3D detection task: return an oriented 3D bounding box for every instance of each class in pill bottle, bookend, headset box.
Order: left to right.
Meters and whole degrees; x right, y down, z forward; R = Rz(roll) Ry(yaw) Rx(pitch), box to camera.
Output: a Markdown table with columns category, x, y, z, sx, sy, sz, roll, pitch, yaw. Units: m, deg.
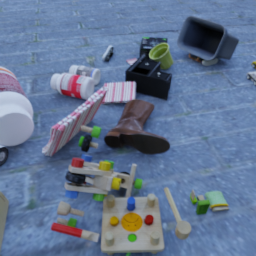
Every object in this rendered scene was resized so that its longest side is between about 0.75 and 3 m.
| category | x | y | z | sx | sy | sz | roll | pitch | yaw |
| --- | --- | --- | --- | --- | --- | --- | --- | --- | --- |
| pill bottle | -4.290 | -0.773 | 9.556 | 1.687 | 1.687 | 2.986 | -21 | 44 | -23 |
| pill bottle | -2.244 | -1.701 | 11.258 | 1.601 | 0.899 | 0.899 | 13 | 42 | 15 |
| pill bottle | -1.884 | -2.307 | 12.135 | 1.241 | 0.706 | 0.706 | 15 | 42 | 18 |
| headset box | 1.299 | -3.970 | 14.096 | 1.330 | 0.709 | 1.527 | 6 | 41 | 7 |
| bookend | 1.102 | -2.212 | 11.871 | 1.905 | 0.877 | 1.893 | 18 | 42 | 18 |

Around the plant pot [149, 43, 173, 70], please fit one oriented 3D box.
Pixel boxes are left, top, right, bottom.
| category | x | y | z | sx | sy | sz | roll | pitch | yaw |
| --- | --- | --- | --- | --- | --- | --- | --- | --- | --- |
| plant pot | 1.619 | -3.232 | 12.937 | 0.985 | 0.905 | 0.985 | -21 | 47 | 24 |

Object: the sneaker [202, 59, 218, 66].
| category | x | y | z | sx | sy | sz | roll | pitch | yaw |
| --- | --- | --- | --- | --- | --- | --- | --- | --- | --- |
| sneaker | 3.844 | -3.267 | 13.550 | 0.922 | 0.347 | 0.482 | -15 | 44 | -25 |

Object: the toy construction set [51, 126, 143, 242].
| category | x | y | z | sx | sy | sz | roll | pitch | yaw |
| --- | --- | --- | --- | --- | --- | --- | --- | --- | --- |
| toy construction set | -0.601 | 1.574 | 6.987 | 1.868 | 2.028 | 2.432 | 16 | 62 | 0 |

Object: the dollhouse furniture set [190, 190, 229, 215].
| category | x | y | z | sx | sy | sz | roll | pitch | yaw |
| --- | --- | --- | --- | --- | --- | --- | --- | --- | --- |
| dollhouse furniture set | 2.179 | 1.860 | 7.385 | 0.930 | 0.467 | 0.609 | -5 | 41 | -6 |

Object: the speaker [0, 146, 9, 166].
| category | x | y | z | sx | sy | sz | roll | pitch | yaw |
| --- | --- | --- | --- | --- | --- | --- | --- | --- | --- |
| speaker | -4.540 | 0.683 | 8.654 | 1.573 | 0.639 | 0.639 | 14 | 42 | 16 |

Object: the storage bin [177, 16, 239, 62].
| category | x | y | z | sx | sy | sz | roll | pitch | yaw |
| --- | --- | --- | --- | --- | --- | --- | --- | --- | --- |
| storage bin | 3.931 | -4.102 | 13.621 | 1.723 | 1.867 | 2.566 | 1 | 28 | -38 |

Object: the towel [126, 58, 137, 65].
| category | x | y | z | sx | sy | sz | roll | pitch | yaw |
| --- | --- | --- | --- | --- | --- | --- | --- | --- | --- |
| towel | 0.312 | -3.169 | 13.634 | 0.550 | 0.087 | 0.763 | -21 | 45 | -21 |

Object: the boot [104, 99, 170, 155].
| category | x | y | z | sx | sy | sz | roll | pitch | yaw |
| --- | --- | --- | --- | --- | --- | --- | --- | --- | --- |
| boot | 0.599 | -0.194 | 9.527 | 2.261 | 0.779 | 2.426 | 8 | 37 | 21 |

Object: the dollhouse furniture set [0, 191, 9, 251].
| category | x | y | z | sx | sy | sz | roll | pitch | yaw |
| --- | --- | --- | --- | --- | --- | --- | --- | --- | --- |
| dollhouse furniture set | -4.053 | 1.828 | 6.430 | 1.613 | 1.979 | 1.882 | -15 | 41 | 0 |

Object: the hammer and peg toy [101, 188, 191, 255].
| category | x | y | z | sx | sy | sz | roll | pitch | yaw |
| --- | --- | --- | --- | --- | --- | --- | --- | --- | --- |
| hammer and peg toy | 0.383 | 2.256 | 6.742 | 2.020 | 0.712 | 1.486 | -2 | 39 | -2 |

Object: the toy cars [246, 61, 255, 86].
| category | x | y | z | sx | sy | sz | roll | pitch | yaw |
| --- | --- | --- | --- | --- | --- | --- | --- | --- | --- |
| toy cars | 5.963 | -2.574 | 12.605 | 1.015 | 0.501 | 2.264 | 19 | 44 | 21 |

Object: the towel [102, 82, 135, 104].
| category | x | y | z | sx | sy | sz | roll | pitch | yaw |
| --- | --- | --- | --- | --- | --- | --- | --- | --- | --- |
| towel | -0.369 | -1.384 | 11.095 | 1.347 | 0.202 | 0.986 | -2 | 57 | 10 |

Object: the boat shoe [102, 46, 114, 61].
| category | x | y | z | sx | sy | sz | roll | pitch | yaw |
| --- | --- | --- | --- | --- | --- | --- | --- | --- | --- |
| boat shoe | -0.931 | -3.697 | 14.046 | 0.348 | 0.421 | 1.228 | 15 | 49 | 9 |

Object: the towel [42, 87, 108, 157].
| category | x | y | z | sx | sy | sz | roll | pitch | yaw |
| --- | --- | --- | --- | --- | --- | --- | --- | --- | --- |
| towel | -1.655 | -0.233 | 8.856 | 0.365 | 1.784 | 2.438 | 42 | 51 | 2 |

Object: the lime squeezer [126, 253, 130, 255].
| category | x | y | z | sx | sy | sz | roll | pitch | yaw |
| --- | --- | --- | --- | --- | --- | --- | --- | --- | --- |
| lime squeezer | -0.420 | 3.157 | 6.033 | 1.340 | 0.253 | 0.473 | -23 | 46 | -24 |
